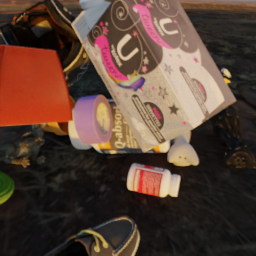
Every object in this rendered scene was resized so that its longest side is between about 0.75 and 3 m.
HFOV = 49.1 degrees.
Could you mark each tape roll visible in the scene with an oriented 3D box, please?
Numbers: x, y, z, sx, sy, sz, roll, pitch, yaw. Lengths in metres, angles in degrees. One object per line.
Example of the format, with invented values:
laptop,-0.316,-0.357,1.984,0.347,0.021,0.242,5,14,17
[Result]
tape roll,-0.760,-0.177,6.335,0.464,1.091,1.091,-4,27,19

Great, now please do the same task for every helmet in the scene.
helmet,-2.462,-2.534,8.920,2.669,2.545,2.669,-25,28,14

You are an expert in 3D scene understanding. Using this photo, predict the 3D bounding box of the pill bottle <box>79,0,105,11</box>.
pill bottle,-0.906,-3.706,10.051,1.162,1.997,1.162,-15,35,11

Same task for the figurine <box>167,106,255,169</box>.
figurine,2.327,0.346,8.565,2.596,1.117,2.533,1,33,3

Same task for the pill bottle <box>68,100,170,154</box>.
pill bottle,-0.204,-0.047,8.402,2.843,1.654,1.654,-2,28,13

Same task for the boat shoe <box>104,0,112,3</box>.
boat shoe,0.178,-2.881,6.282,1.734,0.576,0.642,9,1,17

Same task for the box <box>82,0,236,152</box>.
box,0.593,-1.123,5.520,1.702,2.575,1.477,-27,-4,-42

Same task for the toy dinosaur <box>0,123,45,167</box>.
toy dinosaur,-3.249,0.697,8.249,2.433,0.936,1.244,-33,29,-35

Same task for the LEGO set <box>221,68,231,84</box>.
LEGO set,3.907,-1.922,12.885,1.752,0.806,0.652,-39,21,8

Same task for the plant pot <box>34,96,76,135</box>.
plant pot,-2.621,-0.405,9.684,1.275,1.392,1.392,-6,25,24

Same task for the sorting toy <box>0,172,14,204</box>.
sorting toy,-3.594,1.932,5.796,1.715,1.172,2.855,14,16,-6

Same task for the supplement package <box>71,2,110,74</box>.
supplement package,-0.656,-2.450,7.735,0.953,1.591,0.965,-36,15,-24

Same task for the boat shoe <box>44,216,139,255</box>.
boat shoe,-0.794,2.371,5.013,0.979,0.827,2.746,25,37,37

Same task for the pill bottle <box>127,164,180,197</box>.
pill bottle,0.643,1.337,7.036,1.229,0.690,0.690,9,30,15

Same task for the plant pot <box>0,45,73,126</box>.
plant pot,-2.591,-1.075,6.781,1.899,1.675,1.900,-6,15,-41
